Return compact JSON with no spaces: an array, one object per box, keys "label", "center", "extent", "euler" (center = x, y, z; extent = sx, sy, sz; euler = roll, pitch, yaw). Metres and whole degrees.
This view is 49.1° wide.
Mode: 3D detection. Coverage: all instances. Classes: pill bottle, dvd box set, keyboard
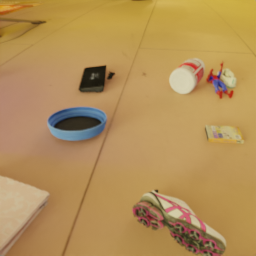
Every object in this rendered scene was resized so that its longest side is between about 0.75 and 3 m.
[{"label":"pill bottle","center":[2.728,-2.403,12.546],"extent":[1.138,1.138,2.028],"euler":[17,37,24]},{"label":"dvd box set","center":[3.220,0.210,9.450],"extent":[1.141,0.168,0.835],"euler":[2,33,4]},{"label":"keyboard","center":[-1.403,-2.337,13.226],"extent":[1.594,0.340,2.654],"euler":[-6,34,2]}]

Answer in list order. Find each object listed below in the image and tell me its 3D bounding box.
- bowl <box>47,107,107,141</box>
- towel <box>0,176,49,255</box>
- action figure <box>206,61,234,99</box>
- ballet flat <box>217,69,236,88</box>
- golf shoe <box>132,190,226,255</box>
[{"label":"bowl","center":[-1.737,-0.173,9.659],"extent":[2.017,0.396,2.017],"euler":[0,27,0]},{"label":"towel","center":[-3.514,2.043,6.440],"extent":[2.546,0.410,2.431],"euler":[14,35,20]},{"label":"action figure","center":[4.023,-2.237,12.435],"extent":[0.719,1.090,2.202],"euler":[-2,31,-4]},{"label":"ballet flat","center":[4.692,-2.456,13.167],"extent":[0.627,0.627,1.748],"euler":[-2,33,-3]},{"label":"golf shoe","center":[1.183,1.982,6.188],"extent":[2.129,0.773,0.980],"euler":[22,39,30]}]
